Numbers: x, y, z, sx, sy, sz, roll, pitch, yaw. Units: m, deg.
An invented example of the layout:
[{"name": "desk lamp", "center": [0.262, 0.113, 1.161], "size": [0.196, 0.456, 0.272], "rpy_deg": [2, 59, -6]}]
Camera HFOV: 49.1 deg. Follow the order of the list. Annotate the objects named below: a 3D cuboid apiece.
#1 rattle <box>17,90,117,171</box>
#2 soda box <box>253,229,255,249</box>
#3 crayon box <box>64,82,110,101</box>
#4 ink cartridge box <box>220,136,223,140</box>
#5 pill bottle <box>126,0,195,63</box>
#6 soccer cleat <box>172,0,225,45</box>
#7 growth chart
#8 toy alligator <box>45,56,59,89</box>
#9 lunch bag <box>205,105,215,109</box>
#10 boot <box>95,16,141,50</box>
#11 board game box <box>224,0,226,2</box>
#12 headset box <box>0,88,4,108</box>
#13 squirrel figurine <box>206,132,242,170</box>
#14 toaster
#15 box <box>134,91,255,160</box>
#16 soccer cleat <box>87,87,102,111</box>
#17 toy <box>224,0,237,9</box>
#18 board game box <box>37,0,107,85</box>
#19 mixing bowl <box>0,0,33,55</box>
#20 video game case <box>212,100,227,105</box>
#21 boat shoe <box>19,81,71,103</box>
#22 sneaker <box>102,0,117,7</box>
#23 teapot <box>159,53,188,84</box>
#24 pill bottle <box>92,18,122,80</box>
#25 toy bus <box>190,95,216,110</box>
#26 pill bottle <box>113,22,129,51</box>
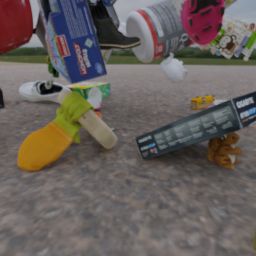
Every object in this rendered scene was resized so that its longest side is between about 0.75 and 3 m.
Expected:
[{"name": "rattle", "center": [-1.456, 0.291, 7.612], "size": [1.952, 2.142, 2.998], "rpy_deg": [29, -6, -9]}, {"name": "soda box", "center": [2.146, 1.514, 3.386], "size": [0.382, 0.361, 1.128], "rpy_deg": [-12, 19, -39]}, {"name": "crayon box", "center": [-2.216, -1.941, 14.915], "size": [1.528, 0.749, 2.572], "rpy_deg": [7, 17, 24]}, {"name": "ink cartridge box", "center": [2.413, -0.049, 8.924], "size": [1.306, 0.459, 1.607], "rpy_deg": [4, 20, 11]}, {"name": "pill bottle", "center": [1.563, -3.521, 9.609], "size": [2.966, 1.718, 1.718], "rpy_deg": [-25, 22, -13]}, {"name": "soccer cleat", "center": [0.921, -2.276, 4.298], "size": [0.708, 2.027, 0.875], "rpy_deg": [-27, 37, 5]}, {"name": "growth chart", "center": [3.757, -3.555, 10.913], "size": [2.555, 1.849, 0.227], "rpy_deg": [27, 53, 21]}, {"name": "toy alligator", "center": [-2.054, -1.912, 8.060], "size": [0.600, 1.809, 0.435], "rpy_deg": [-3, -15, 39]}, {"name": "lunch bag", "center": [3.487, -0.411, 9.758], "size": [1.433, 0.587, 1.262], "rpy_deg": [1, 16, -2]}, {"name": "boot", "center": [-0.213, -1.981, 5.772], "size": [0.951, 0.657, 0.368], "rpy_deg": [-8, 31, -9]}, {"name": "board game box", "center": [1.765, -2.682, 4.734], "size": [0.437, 1.418, 1.418], "rpy_deg": [36, 48, -4]}, {"name": "headset box", "center": [-6.720, -1.435, 12.955], "size": [1.644, 0.853, 2.210], "rpy_deg": [-8, 19, -25]}, {"name": "squirrel figurine", "center": [2.187, 0.432, 6.457], "size": [0.832, 0.777, 0.589], "rpy_deg": [14, 21, 40]}, {"name": "toaster", "center": [-1.890, -3.485, 9.768], "size": [2.382, 1.563, 2.634], "rpy_deg": [-31, 11, -20]}, {"name": "box", "center": [1.767, -0.074, 6.503], "size": [2.107, 0.610, 2.651], "rpy_deg": [-17, -6, -44]}, {"name": "soccer cleat", "center": [-1.559, -1.344, 12.539], "size": [0.730, 0.902, 2.089], "rpy_deg": [-1, 16, -3]}, {"name": "toy", "center": [2.503, -3.509, 8.253], "size": [1.253, 0.296, 0.722], "rpy_deg": [-28, -11, 34]}, {"name": "board game box", "center": [-1.476, -2.263, 6.325], "size": [0.790, 2.562, 2.561], "rpy_deg": [-19, 11, -17]}, {"name": "mixing bowl", "center": [-3.741, -2.956, 8.382], "size": [2.288, 1.239, 2.288], "rpy_deg": [-20, 21, 8]}, {"name": "video game case", "center": [5.097, -1.006, 12.591], "size": [2.511, 0.226, 1.798], "rpy_deg": [0, 16, -2]}, {"name": "boat shoe", "center": [-4.168, -1.896, 13.654], "size": [2.972, 1.093, 0.971], "rpy_deg": [4, -22, 18]}, {"name": "sneaker", "center": [-0.505, -3.676, 7.758], "size": [0.436, 0.392, 1.059], "rpy_deg": [-11, 6, -29]}, {"name": "teapot", "center": [1.510, -1.922, 9.140], "size": [0.653, 0.882, 0.894], "rpy_deg": [-37, 1, 17]}, {"name": "pill bottle", "center": [-1.419, -3.512, 11.920], "size": [1.510, 2.765, 1.510], "rpy_deg": [26, 4, -2]}, {"name": "toy bus", "center": [3.403, -1.168, 12.590], "size": [1.306, 0.511, 0.425], "rpy_deg": [-12, 18, -35]}, {"name": "pill bottle", "center": [0.162, -3.639, 10.867], "size": [1.778, 1.030, 1.030], "rpy_deg": [-25, 26, -27]}]
